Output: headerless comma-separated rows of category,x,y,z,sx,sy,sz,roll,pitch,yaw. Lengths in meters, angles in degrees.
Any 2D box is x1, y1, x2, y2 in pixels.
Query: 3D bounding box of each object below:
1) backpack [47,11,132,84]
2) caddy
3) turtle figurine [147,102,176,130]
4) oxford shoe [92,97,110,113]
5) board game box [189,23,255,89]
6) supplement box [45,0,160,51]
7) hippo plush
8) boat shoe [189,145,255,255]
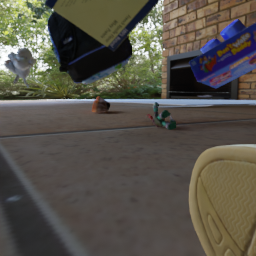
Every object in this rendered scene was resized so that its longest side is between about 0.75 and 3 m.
backpack,-1.462,-3.183,10.169,2.597,2.838,2.086,-28,-26,0
caddy,3.655,-2.880,10.145,1.710,1.270,2.419,-38,5,21
turtle figurine,1.023,-0.283,8.357,0.892,0.600,1.191,40,1,-13
oxford shoe,-1.412,-1.173,15.193,0.835,0.817,2.292,13,14,-3
board game box,2.980,-1.879,6.860,2.531,0.567,1.702,-28,-13,29
supplement box,-0.515,-3.311,6.562,1.955,1.313,1.957,28,-48,-29
hippo plush,-2.684,-1.603,6.877,0.730,0.916,0.737,14,-14,-17
boat shoe,1.103,0.577,0.840,0.741,0.790,2.142,-1,16,-31
